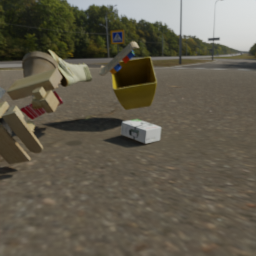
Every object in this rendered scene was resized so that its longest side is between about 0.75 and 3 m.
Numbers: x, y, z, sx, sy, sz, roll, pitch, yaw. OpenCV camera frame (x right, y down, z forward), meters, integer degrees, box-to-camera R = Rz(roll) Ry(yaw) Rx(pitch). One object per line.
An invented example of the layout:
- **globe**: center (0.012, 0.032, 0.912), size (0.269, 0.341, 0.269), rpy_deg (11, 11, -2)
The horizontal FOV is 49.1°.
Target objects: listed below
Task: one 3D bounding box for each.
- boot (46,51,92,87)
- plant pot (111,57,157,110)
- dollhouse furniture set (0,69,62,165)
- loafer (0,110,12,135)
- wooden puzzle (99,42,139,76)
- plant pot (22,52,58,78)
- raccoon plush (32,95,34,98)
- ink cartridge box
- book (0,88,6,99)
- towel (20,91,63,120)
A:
- **boot**: center (-2.250, -2.287, 10.587), size (1.284, 0.598, 1.660), rpy_deg (-20, 66, -42)
- **plant pot**: center (0.280, -1.768, 11.992), size (1.750, 1.543, 1.750), rpy_deg (-9, 48, 2)
- **dollhouse furniture set**: center (-2.514, -0.295, 7.398), size (1.722, 1.476, 1.811), rpy_deg (-11, 38, 19)
- **loafer**: center (-3.731, 0.074, 8.534), size (0.488, 1.341, 0.485), rpy_deg (-10, 40, -38)
- **wooden puzzle**: center (-0.311, -2.617, 10.808), size (1.725, 0.399, 1.598), rpy_deg (-36, 20, 12)
- **plant pot**: center (-2.839, -1.664, 8.861), size (1.125, 1.125, 0.976), rpy_deg (0, 59, -1)
- **raccoon plush**: center (-3.153, -1.628, 10.028), size (0.685, 1.022, 0.494), rpy_deg (-12, 33, -33)
- **ink cartridge box**: center (0.447, 0.106, 9.666), size (1.146, 0.482, 0.836), rpy_deg (19, 21, 41)
- **book**: center (-4.647, -0.493, 7.954), size (0.526, 2.187, 1.461), rpy_deg (32, -7, 17)
- **towel**: center (-3.360, -0.870, 10.960), size (1.491, 0.168, 1.078), rpy_deg (-29, -16, -6)
